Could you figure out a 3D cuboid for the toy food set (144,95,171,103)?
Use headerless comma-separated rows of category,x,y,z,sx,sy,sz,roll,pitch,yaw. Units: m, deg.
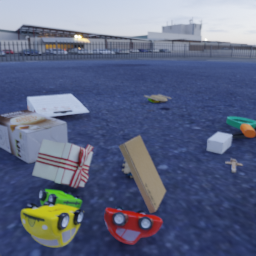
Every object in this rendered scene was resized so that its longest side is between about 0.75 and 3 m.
toy food set,1.700,-1.617,16.046,1.100,0.320,1.594,22,22,35

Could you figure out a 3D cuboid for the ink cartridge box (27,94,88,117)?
ink cartridge box,-3.349,-0.845,13.220,2.289,0.708,2.823,-8,29,-26

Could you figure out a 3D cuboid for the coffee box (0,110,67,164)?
coffee box,-3.254,0.178,9.076,2.452,0.977,1.402,15,23,40

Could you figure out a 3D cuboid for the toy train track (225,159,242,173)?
toy train track,2.953,1.026,7.815,0.461,0.131,0.804,6,19,19

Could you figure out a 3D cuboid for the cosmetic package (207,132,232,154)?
cosmetic package,2.970,0.475,9.091,0.515,0.406,0.957,14,23,35

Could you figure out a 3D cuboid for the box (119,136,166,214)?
box,0.336,0.873,5.701,0.148,1.388,1.134,-26,-1,18

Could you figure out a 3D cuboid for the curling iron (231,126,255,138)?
curling iron,4.258,0.204,10.162,1.796,0.230,0.445,-11,57,-20

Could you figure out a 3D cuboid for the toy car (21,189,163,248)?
toy car,-0.952,1.549,4.972,2.467,0.550,2.321,16,-9,-37

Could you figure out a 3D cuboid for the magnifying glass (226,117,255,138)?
magnifying glass,4.360,-0.079,10.511,1.154,0.325,2.898,10,14,14

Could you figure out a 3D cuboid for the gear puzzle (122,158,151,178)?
gear puzzle,0.264,1.025,7.776,0.789,0.200,1.524,-1,15,4

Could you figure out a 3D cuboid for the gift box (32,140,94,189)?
gift box,-1.417,0.820,6.604,1.025,1.013,1.098,8,-7,29
